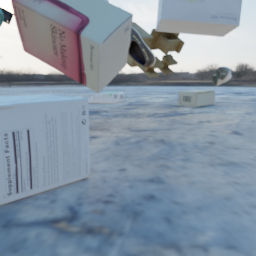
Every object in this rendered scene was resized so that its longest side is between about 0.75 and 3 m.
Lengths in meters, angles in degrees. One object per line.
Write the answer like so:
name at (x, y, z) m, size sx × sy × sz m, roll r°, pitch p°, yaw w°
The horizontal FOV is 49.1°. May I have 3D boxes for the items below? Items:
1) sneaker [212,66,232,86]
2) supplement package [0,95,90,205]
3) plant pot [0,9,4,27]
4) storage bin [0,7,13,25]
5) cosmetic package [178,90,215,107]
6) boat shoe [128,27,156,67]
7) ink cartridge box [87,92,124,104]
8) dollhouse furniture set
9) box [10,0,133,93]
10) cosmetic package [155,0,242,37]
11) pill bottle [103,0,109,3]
sneaker at (3.431, -1.906, 9.989) m, size 0.557 × 0.489 × 1.390 m, roll -17°, pitch -6°, yaw 1°
supplement package at (-1.814, 0.230, 3.836) m, size 1.298 × 1.250 × 2.283 m, roll 10°, pitch 14°, yaw 44°
plant pot at (-4.411, -3.448, 8.553) m, size 0.920 × 1.147 × 1.147 m, roll 34°, pitch 10°, yaw -4°
storage bin at (-4.607, -4.064, 9.826) m, size 0.948 × 0.445 × 0.641 m, roll 19°, pitch 11°, yaw -48°
cosmetic package at (3.838, -1.675, 15.613) m, size 1.168 × 0.825 × 2.257 m, roll 9°, pitch 14°, yaw 39°
boat shoe at (0.131, -2.587, 8.722) m, size 0.631 × 1.756 × 0.523 m, roll -43°, pitch -8°, yaw 34°
ink cartridge box at (-1.941, -1.928, 17.508) m, size 2.834 × 0.710 × 2.280 m, roll 4°, pitch 11°, yaw 15°
dollhouse furniture set at (0.759, -3.464, 10.572) m, size 2.890 × 2.533 × 1.920 m, roll -19°, pitch 56°, yaw -39°
box at (-1.333, -2.285, 6.872) m, size 2.504 × 1.601 × 1.364 m, roll 30°, pitch 58°, yaw 13°
cosmetic package at (1.829, -3.563, 7.299) m, size 1.977 × 1.983 × 1.219 m, roll 4°, pitch 6°, yaw -2°
pill bottle at (-1.114, -3.987, 9.264) m, size 0.850 × 0.850 × 1.601 m, roll -2°, pitch 19°, yaw -9°
